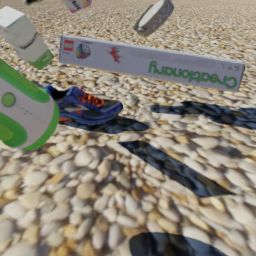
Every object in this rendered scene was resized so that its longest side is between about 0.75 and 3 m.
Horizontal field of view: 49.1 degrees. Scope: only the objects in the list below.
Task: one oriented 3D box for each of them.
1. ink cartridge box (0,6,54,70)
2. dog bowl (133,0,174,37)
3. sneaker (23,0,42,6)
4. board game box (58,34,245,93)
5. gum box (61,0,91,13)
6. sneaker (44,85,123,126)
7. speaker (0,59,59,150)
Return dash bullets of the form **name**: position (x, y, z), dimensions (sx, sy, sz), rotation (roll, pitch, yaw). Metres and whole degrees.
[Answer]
- **ink cartridge box**: position (-2.757, -2.342, 7.356), dimensions (1.045, 1.430, 0.603), rotation (32, 72, 34)
- **dog bowl**: position (0.877, -3.726, 9.404), dimensions (0.459, 1.565, 1.565), rotation (39, 20, -23)
- **sneaker**: position (-3.105, -4.874, 10.081), dimensions (1.560, 0.591, 0.718), rotation (-27, 60, 7)
- **board game box**: position (0.348, -0.903, 4.041), dimensions (2.259, 0.391, 1.426), rotation (11, 11, 9)
- **gum box**: position (-2.010, -4.840, 9.921), dimensions (0.850, 1.497, 0.495), rotation (-10, 62, 25)
- **sneaker**: position (-1.499, -0.754, 8.665), dimensions (2.687, 1.054, 1.012), rotation (2, 31, 4)
- **speaker**: position (-2.331, -0.664, 4.125), dimensions (1.236, 2.796, 1.236), rotation (-16, 56, 25)
